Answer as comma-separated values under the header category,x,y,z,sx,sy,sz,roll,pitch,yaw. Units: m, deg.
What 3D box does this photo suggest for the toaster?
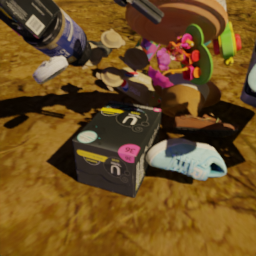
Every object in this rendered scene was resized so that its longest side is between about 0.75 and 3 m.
category,x,y,z,sx,sy,sz,roll,pitch,yaw
toaster,4.718,-2.117,7.996,1.772,2.700,2.986,27,45,31

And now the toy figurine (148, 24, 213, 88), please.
category,x,y,z,sx,sy,sz,roll,pitch,yaw
toy figurine,1.128,-1.588,6.797,1.403,1.524,1.144,-22,28,-24

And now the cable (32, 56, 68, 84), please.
category,x,y,z,sx,sy,sz,roll,pitch,yaw
cable,-2.014,-1.508,7.323,0.980,0.339,0.981,-28,10,34

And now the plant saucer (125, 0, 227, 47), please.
category,x,y,z,sx,sy,sz,roll,pitch,yaw
plant saucer,1.257,-2.834,7.654,2.733,0.441,2.733,10,-4,1

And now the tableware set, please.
category,x,y,z,sx,sy,sz,roll,pitch,yaw
tableware set,-0.507,-2.317,9.232,1.901,0.264,2.276,46,64,6

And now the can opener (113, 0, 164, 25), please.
category,x,y,z,sx,sy,sz,roll,pitch,yaw
can opener,0.174,-2.664,6.084,1.236,0.413,0.330,34,64,-13

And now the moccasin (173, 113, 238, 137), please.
category,x,y,z,sx,sy,sz,roll,pitch,yaw
moccasin,2.517,-0.154,9.146,2.031,0.743,0.784,6,74,21

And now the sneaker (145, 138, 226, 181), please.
category,x,y,z,sx,sy,sz,roll,pitch,yaw
sneaker,1.604,0.878,7.147,2.360,0.872,0.967,2,33,-28

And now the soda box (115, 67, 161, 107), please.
category,x,y,z,sx,sy,sz,roll,pitch,yaw
soda box,0.404,-1.727,11.582,0.828,0.783,2.445,-22,39,-30

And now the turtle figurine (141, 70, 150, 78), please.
category,x,y,z,sx,sy,sz,roll,pitch,yaw
turtle figurine,0.961,-2.399,12.973,1.167,0.376,0.941,-13,36,-19

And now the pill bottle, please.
category,x,y,z,sx,sy,sz,roll,pitch,yaw
pill bottle,-1.849,-2.448,7.703,1.196,1.196,2.138,13,-2,19

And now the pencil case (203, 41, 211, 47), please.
category,x,y,z,sx,sy,sz,roll,pitch,yaw
pencil case,2.036,-3.966,10.570,1.100,2.586,1.195,-54,34,0

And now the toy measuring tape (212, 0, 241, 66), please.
category,x,y,z,sx,sy,sz,roll,pitch,yaw
toy measuring tape,3.621,-3.655,10.485,1.100,2.989,1.100,-14,31,9

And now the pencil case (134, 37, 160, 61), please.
category,x,y,z,sx,sy,sz,roll,pitch,yaw
pencil case,0.714,-2.995,10.326,0.856,1.938,0.856,18,50,-23

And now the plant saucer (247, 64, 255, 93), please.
category,x,y,z,sx,sy,sz,roll,pitch,yaw
plant saucer,3.538,-1.187,5.002,2.621,0.505,2.621,-31,21,13

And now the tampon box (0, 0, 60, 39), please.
category,x,y,z,sx,sy,sz,roll,pitch,yaw
tampon box,-2.229,-2.519,5.870,1.264,0.947,0.798,24,77,47

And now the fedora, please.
category,x,y,z,sx,sy,sz,roll,pitch,yaw
fedora,1.835,-0.936,9.521,2.625,2.625,1.071,12,74,18

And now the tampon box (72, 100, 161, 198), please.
category,x,y,z,sx,sy,sz,roll,pitch,yaw
tampon box,-0.202,0.458,7.676,1.681,1.416,2.242,11,35,17

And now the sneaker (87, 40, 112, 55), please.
category,x,y,z,sx,sy,sz,roll,pitch,yaw
sneaker,-1.791,-4.675,16.111,2.059,0.787,1.179,17,35,20
